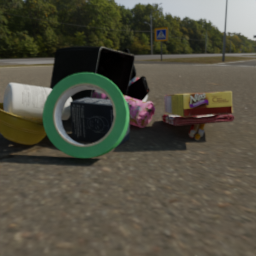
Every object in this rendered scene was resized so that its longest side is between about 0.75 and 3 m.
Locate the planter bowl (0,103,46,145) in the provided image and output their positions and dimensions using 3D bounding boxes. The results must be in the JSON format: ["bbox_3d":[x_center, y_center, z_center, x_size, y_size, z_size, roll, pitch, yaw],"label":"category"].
[{"bbox_3d":[-3.589,-0.045,9.577,2.364,0.985,2.364,19,5,-2],"label":"planter bowl"}]

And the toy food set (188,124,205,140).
[{"bbox_3d":[2.549,0.193,10.524,0.500,0.471,1.047,18,38,11],"label":"toy food set"}]

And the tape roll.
[{"bbox_3d":[-1.241,-0.354,8.350,2.507,2.507,0.602,2,-4,7],"label":"tape roll"}]

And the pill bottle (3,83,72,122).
[{"bbox_3d":[-3.166,-0.835,9.932,2.141,1.224,1.224,4,11,-36],"label":"pill bottle"}]

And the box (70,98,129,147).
[{"bbox_3d":[-1.001,-0.259,10.023,1.910,1.418,1.023,9,19,27],"label":"box"}]

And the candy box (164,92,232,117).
[{"bbox_3d":[2.452,-0.899,10.410,1.675,0.811,2.871,-4,7,-4],"label":"candy box"}]

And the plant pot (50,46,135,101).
[{"bbox_3d":[-1.758,-2.156,12.543,2.627,2.961,2.954,19,15,25],"label":"plant pot"}]

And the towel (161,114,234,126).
[{"bbox_3d":[2.618,-0.421,11.302,2.152,0.340,2.988,-4,5,-3],"label":"towel"}]

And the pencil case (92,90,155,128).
[{"bbox_3d":[-0.263,-0.940,12.141,2.869,1.241,1.188,24,-12,34],"label":"pencil case"}]

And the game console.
[{"bbox_3d":[0.080,-2.436,13.679,0.338,2.806,1.655,-4,-19,-42],"label":"game console"}]

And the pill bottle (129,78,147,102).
[{"bbox_3d":[-0.227,-2.114,16.115,2.433,1.455,1.455,2,16,27],"label":"pill bottle"}]
